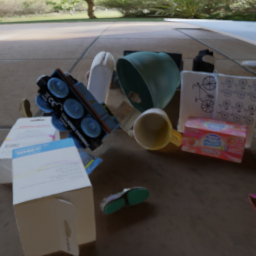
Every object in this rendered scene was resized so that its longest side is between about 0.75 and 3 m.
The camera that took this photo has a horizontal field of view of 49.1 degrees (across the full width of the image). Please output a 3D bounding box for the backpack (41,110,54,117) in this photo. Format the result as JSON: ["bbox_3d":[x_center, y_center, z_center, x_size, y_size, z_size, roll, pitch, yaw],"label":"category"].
[{"bbox_3d":[-2.857,-0.630,11.018,1.070,0.907,1.205,-12,36,-22],"label":"backpack"}]

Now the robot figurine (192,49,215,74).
[{"bbox_3d":[4.128,-3.320,15.339,1.376,1.832,1.143,9,0,3],"label":"robot figurine"}]

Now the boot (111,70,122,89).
[{"bbox_3d":[-1.003,-2.819,15.444,2.265,0.743,1.867,23,24,30],"label":"boot"}]

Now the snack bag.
[{"bbox_3d":[2.886,-0.660,9.327,2.638,2.487,0.282,14,35,26],"label":"snack bag"}]

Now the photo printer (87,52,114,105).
[{"bbox_3d":[-1.171,-1.837,11.551,0.865,2.490,2.072,12,28,-5],"label":"photo printer"}]

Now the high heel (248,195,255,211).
[{"bbox_3d":[3.005,1.908,6.433,0.625,0.438,1.299,25,12,24],"label":"high heel"}]

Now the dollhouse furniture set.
[{"bbox_3d":[0.330,-0.436,10.445,0.774,1.352,1.585,34,7,-38],"label":"dollhouse furniture set"}]

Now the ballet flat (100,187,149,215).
[{"bbox_3d":[-0.108,1.726,6.952,1.307,0.470,0.470,-14,30,-27],"label":"ballet flat"}]

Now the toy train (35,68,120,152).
[{"bbox_3d":[-1.619,-0.577,8.844,1.230,2.838,1.621,-38,3,37],"label":"toy train"}]

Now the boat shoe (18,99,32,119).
[{"bbox_3d":[-3.951,-0.683,10.614,0.410,1.261,0.455,15,60,-1],"label":"boat shoe"}]

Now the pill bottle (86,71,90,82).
[{"bbox_3d":[-1.700,-2.739,15.445,1.167,0.655,0.655,15,31,26],"label":"pill bottle"}]

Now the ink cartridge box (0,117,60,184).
[{"bbox_3d":[-2.957,0.568,8.716,1.488,0.855,2.540,-3,28,-4],"label":"ink cartridge box"}]

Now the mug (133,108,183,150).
[{"bbox_3d":[0.981,0.044,9.751,1.293,1.615,1.326,-28,11,17],"label":"mug"}]

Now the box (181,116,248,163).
[{"bbox_3d":[2.795,0.319,9.105,1.896,0.973,0.898,12,29,21],"label":"box"}]

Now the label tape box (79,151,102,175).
[{"bbox_3d":[-1.193,1.059,7.817,0.924,0.306,0.662,18,52,39],"label":"label tape box"}]

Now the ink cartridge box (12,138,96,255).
[{"bbox_3d":[-1.655,1.510,6.154,1.471,1.509,2.348,-10,28,-17],"label":"ink cartridge box"}]

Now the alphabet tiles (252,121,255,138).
[{"bbox_3d":[4.624,0.015,9.518,0.974,0.810,0.031,-24,27,28],"label":"alphabet tiles"}]

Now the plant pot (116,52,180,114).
[{"bbox_3d":[0.945,-1.935,11.208,1.766,2.636,2.636,-30,36,-16],"label":"plant pot"}]

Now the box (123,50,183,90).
[{"bbox_3d":[1.271,-2.735,13.601,2.660,1.562,2.616,6,7,13],"label":"box"}]
